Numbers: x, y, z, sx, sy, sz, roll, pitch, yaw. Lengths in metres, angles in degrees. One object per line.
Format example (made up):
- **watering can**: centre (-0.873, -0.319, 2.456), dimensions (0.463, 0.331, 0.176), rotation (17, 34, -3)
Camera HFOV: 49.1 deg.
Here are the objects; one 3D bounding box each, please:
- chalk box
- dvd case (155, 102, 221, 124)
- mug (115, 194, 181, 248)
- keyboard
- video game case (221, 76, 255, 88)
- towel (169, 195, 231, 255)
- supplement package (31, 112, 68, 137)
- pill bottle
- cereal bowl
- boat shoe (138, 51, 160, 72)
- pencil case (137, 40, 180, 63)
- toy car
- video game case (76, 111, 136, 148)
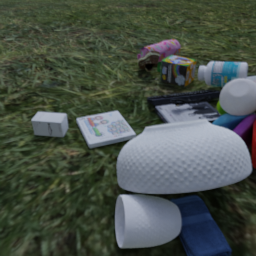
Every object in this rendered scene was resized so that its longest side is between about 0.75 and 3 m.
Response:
- **chalk box**: centre (2.037, -2.559, 12.351), dimensions (1.584, 0.989, 0.982), rotation (22, 39, 29)
- **dvd case**: centre (2.108, -0.469, 9.735), dimensions (1.975, 0.244, 1.484), rotation (-10, 34, -14)
- **mug**: centre (0.363, 1.751, 5.629), dimensions (1.151, 0.970, 1.313), rotation (3, 19, -13)
- **keyboard**: centre (2.156, -1.137, 10.397), dimensions (2.754, 0.284, 1.750), rotation (-9, 18, -13)
- **video game case**: centre (5.406, -1.517, 11.369), dimensions (2.562, 0.283, 2.332), rotation (-8, 33, -13)
- **towel**: centre (1.389, 2.020, 5.702), dimensions (0.827, 0.359, 1.481), rotation (-7, 32, -11)
- **supplement package**: centre (-2.458, -0.109, 8.872), dimensions (0.963, 0.563, 0.565), rotation (4, 33, 7)
- **pill bottle**: centre (3.763, -2.132, 11.213), dimensions (1.801, 0.998, 0.998), rotation (8, 33, 26)
- **cereal bowl**: centre (1.121, 0.485, 6.183), dimensions (2.863, 1.192, 2.863), rotation (-7, 1, 0)
- **boat shoe**: centre (0.877, -2.923, 12.891), dimensions (0.686, 0.687, 1.858), rotation (3, -6, -13)
- **pencil case**: centre (1.621, -3.896, 14.470), dimensions (2.367, 1.035, 1.035), rotation (-26, 40, -32)
- **toy car**: centre (3.405, 0.082, 7.562), dimensions (2.581, 2.259, 1.936), rotation (29, 79, 36)
- **video game case**: centre (-0.751, 0.002, 9.038), dimensions (1.490, 0.194, 1.637), rotation (-12, 34, -19)
